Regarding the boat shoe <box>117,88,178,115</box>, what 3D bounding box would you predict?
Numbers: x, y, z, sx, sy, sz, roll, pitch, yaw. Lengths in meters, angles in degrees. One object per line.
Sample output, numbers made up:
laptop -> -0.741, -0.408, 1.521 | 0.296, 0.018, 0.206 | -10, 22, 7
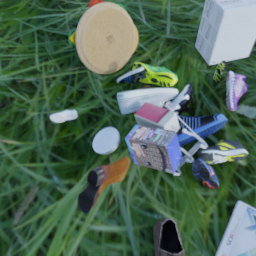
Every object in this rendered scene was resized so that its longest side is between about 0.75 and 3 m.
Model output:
boat shoe -> 0.792, -0.996, 10.713 | 2.759, 0.983, 0.963 | -10, 10, -33

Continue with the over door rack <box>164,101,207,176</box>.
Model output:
over door rack -> 1.396, 0.363, 9.308 | 0.686, 1.521, 2.059 | -3, 48, -49

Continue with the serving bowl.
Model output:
serving bowl -> -0.708, 0.502, 9.767 | 1.044, 0.343, 1.044 | -17, 51, 22

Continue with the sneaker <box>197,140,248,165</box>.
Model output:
sneaker -> 3.192, 0.794, 9.687 | 1.743, 0.649, 0.737 | 1, 47, -10

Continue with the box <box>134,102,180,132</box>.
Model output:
box -> 0.970, -0.214, 9.409 | 1.282, 0.820, 0.698 | 24, 62, 37

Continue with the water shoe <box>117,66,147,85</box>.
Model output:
water shoe -> 0.113, -1.974, 11.364 | 0.522, 1.461, 0.577 | -36, 101, -43

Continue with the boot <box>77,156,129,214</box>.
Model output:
boot -> -0.721, 1.709, 8.590 | 0.579, 1.591, 1.690 | 23, 19, 28

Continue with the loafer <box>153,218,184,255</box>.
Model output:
loafer -> 1.098, 3.554, 7.423 | 0.902, 0.877, 2.470 | -6, 54, -5

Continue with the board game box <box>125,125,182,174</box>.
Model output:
board game box -> 0.817, 0.657, 8.814 | 1.468, 1.171, 0.711 | 9, 45, 35

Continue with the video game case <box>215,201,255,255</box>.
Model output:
video game case -> 3.837, 3.437, 7.901 | 2.217, 0.244, 2.021 | 27, 58, 18

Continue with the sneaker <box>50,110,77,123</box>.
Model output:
sneaker -> -2.489, -0.493, 10.775 | 1.022, 0.385, 0.452 | -7, 42, -13

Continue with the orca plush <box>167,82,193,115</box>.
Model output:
orca plush -> 2.136, -0.926, 11.056 | 1.003, 0.678, 1.906 | -20, 28, 43

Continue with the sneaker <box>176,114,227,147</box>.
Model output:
sneaker -> 2.220, -0.085, 10.064 | 2.674, 0.938, 1.042 | -21, 64, -13

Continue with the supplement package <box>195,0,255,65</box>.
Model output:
supplement package -> 4.382, -4.373, 12.131 | 2.079, 2.669, 1.480 | -14, 55, -10

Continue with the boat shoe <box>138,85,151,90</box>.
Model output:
boat shoe -> 0.530, -1.336, 11.279 | 0.471, 0.459, 1.244 | 30, 59, 20

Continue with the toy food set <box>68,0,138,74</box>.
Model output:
toy food set -> -0.909, -3.733, 11.655 | 2.952, 2.922, 0.718 | -49, 42, -8

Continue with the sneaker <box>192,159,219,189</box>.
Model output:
sneaker -> 2.415, 1.390, 8.839 | 0.533, 1.416, 0.555 | -17, 41, 27

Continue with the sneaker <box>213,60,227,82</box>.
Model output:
sneaker -> 3.825, -2.420, 11.761 | 0.351, 0.930, 0.355 | 20, 33, 0

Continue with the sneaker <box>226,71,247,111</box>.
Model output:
sneaker -> 4.272, -1.445, 10.979 | 0.762, 0.693, 1.723 | 8, 65, 8

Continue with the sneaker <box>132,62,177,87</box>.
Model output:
sneaker -> 1.109, -2.230, 11.885 | 2.115, 0.783, 0.884 | 25, 26, 24
